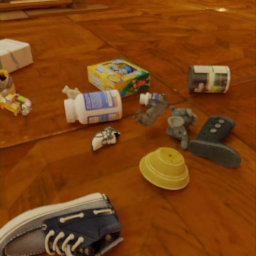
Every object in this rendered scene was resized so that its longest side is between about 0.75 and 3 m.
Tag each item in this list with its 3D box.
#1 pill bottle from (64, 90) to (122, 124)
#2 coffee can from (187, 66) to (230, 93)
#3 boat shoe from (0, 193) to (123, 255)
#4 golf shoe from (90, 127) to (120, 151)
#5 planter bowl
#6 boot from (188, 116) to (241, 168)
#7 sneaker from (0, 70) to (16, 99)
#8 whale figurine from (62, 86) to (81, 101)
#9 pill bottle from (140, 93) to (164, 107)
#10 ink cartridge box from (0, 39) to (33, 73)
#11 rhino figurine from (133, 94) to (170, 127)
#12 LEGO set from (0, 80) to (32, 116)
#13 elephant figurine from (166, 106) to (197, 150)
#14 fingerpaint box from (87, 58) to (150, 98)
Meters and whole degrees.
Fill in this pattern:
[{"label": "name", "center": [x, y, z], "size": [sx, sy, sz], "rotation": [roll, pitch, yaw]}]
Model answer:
[{"label": "pill bottle", "center": [-1.313, -0.751, 10.433], "size": [2.004, 1.123, 1.123], "rotation": [-8, 36, -11]}, {"label": "coffee can", "center": [3.509, -2.154, 12.394], "size": [1.598, 1.170, 1.170], "rotation": [1, 35, 2]}, {"label": "boat shoe", "center": [-1.395, 2.341, 6.024], "size": [2.710, 1.012, 1.257], "rotation": [-17, 31, -24]}, {"label": "golf shoe", "center": [-0.754, 0.384, 9.359], "size": [0.596, 0.490, 1.261], "rotation": [19, 40, 25]}, {"label": "planter bowl", "center": [1.130, 1.008, 8.033], "size": [1.515, 0.631, 1.515], "rotation": [12, 31, -7]}, {"label": "boot", "center": [3.159, 0.355, 9.323], "size": [1.669, 0.665, 2.025], "rotation": [22, 36, 27]}, {"label": "sneaker", "center": [-5.802, -1.433, 11.346], "size": [1.138, 1.201, 2.923], "rotation": [8, 36, 12]}, {"label": "whale figurine", "center": [-2.338, -1.368, 11.684], "size": [0.680, 0.854, 0.443], "rotation": [-60, 18, -12]}, {"label": "pill bottle", "center": [1.000, -1.142, 11.499], "size": [0.988, 0.548, 0.548], "rotation": [5, 35, 7]}, {"label": "ink cartridge box", "center": [-6.642, -3.675, 14.649], "size": [1.870, 1.126, 2.574], "rotation": [19, 40, 24]}, {"label": "rhino figurine", "center": [0.933, -0.654, 9.893], "size": [0.693, 0.474, 1.585], "rotation": [42, 71, 11]}, {"label": "LEGO set", "center": [-4.732, -1.409, 11.002], "size": [2.327, 1.071, 0.866], "rotation": [41, 48, -6]}, {"label": "elephant figurine", "center": [1.728, -0.033, 9.705], "size": [1.059, 0.965, 1.364], "rotation": [-3, 39, 51]}, {"label": "fingerpaint box", "center": [-0.465, -2.340, 12.929], "size": [1.947, 0.856, 2.334], "rotation": [-22, 39, -27]}]
